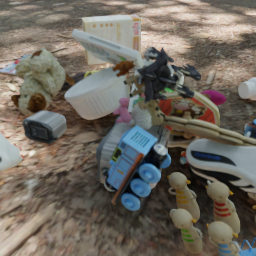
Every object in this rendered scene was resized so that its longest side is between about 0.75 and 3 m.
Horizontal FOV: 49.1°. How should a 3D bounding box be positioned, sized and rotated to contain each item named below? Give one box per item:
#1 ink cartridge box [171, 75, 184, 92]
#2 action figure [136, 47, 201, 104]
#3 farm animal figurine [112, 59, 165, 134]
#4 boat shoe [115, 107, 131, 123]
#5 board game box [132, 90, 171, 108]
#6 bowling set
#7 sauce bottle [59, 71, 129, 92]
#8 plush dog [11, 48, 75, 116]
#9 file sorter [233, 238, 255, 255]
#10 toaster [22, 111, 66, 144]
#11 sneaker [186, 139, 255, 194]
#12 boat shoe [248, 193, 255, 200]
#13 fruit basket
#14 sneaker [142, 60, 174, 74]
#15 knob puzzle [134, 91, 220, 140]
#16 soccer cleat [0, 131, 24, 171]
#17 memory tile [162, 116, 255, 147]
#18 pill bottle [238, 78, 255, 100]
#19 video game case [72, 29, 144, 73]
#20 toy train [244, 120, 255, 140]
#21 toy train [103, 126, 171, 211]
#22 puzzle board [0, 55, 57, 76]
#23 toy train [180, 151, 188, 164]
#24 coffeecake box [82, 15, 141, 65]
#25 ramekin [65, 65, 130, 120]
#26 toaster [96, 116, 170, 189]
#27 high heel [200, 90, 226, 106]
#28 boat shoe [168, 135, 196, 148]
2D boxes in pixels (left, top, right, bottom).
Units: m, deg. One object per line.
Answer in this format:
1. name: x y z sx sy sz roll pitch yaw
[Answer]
1. ink cartridge box: 1.382 -1.624 10.160 0.992 0.578 1.371 12 18 18
2. action figure: 0.617 -0.956 5.323 0.890 1.037 1.745 24 16 40
3. farm animal figurine: 0.343 -0.715 5.902 0.827 1.328 1.645 -23 56 29
4. boat shoe: 0.063 -0.342 8.615 0.657 0.536 1.560 5 34 17
5. board game box: 1.052 -0.386 7.415 1.115 1.657 0.241 -12 59 39
6. bowling set: 1.361 1.705 4.641 2.192 1.177 1.525 1 34 43
7. sauce bottle: -1.324 -1.661 10.356 2.651 0.875 0.875 -8 35 -7
8. plush dog: -2.889 -1.258 9.142 2.234 1.793 1.919 7 67 53
9. file sorter: 2.287 2.264 4.849 0.852 0.523 0.591 -5 35 -8
10. toaster: -2.336 -0.037 8.066 1.228 0.698 0.793 11 33 21
11. sneaker: 2.466 1.017 5.880 2.416 1.351 0.883 18 63 29
12. boat shoe: 3.002 1.327 6.151 0.763 0.775 2.185 -9 29 32
13. fruit basket: 0.682 -0.981 8.525 1.399 1.295 0.656 10 -1 -23
14. sneaker: 0.946 -2.175 10.106 1.292 0.457 0.641 7 13 -14
15. knob puzzle: 1.221 -0.223 7.001 2.486 2.486 0.345 5 65 8
16. soccer cleat: -3.546 0.461 7.416 1.905 0.660 0.739 30 46 32
17. memory tile: 2.019 0.160 6.457 2.660 0.223 2.038 17 -1 -26
18. pill bottle: 4.740 -1.422 10.004 1.431 0.796 0.796 -8 35 -13
19. video game case: -0.462 -2.222 8.521 1.945 0.253 2.136 22 2 9
20. toy train: 3.941 0.299 7.628 1.573 0.682 0.899 19 45 25
21. toy train: 0.094 0.811 5.280 0.973 1.703 0.738 35 40 11
22. puzzle board: -4.477 -2.878 12.690 1.659 0.192 2.202 9 36 13
23. toy train: 2.158 0.675 7.249 1.504 0.418 1.130 -18 39 -26
24. coffeecake box: -0.739 -4.061 12.871 2.499 1.919 0.913 -8 35 -12
25. ramekin: -0.881 -1.087 8.834 2.060 0.959 2.060 -22 24 11
26. toaster: 0.184 0.550 6.797 1.373 1.208 2.126 13 33 13
27. high heel: 2.272 -0.870 9.296 1.752 0.591 0.842 3 25 38
28. boat shoe: 1.361 0.323 7.846 1.077 0.345 0.397 9 35 13
